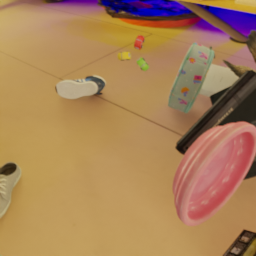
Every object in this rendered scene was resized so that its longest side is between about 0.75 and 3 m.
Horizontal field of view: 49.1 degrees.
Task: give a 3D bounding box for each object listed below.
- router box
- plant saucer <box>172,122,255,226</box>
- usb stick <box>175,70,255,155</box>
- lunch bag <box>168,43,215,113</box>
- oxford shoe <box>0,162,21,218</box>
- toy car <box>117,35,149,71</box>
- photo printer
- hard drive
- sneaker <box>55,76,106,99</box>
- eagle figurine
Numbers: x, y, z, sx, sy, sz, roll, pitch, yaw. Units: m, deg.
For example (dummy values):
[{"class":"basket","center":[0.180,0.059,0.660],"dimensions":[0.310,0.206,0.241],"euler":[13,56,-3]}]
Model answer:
[{"class":"router box","center":[2.310,2.433,5.256],"dimensions":[1.042,0.272,0.819],"euler":[-32,16,-30]},{"class":"plant saucer","center":[1.796,0.921,5.973],"dimensions":[2.460,2.460,0.623],"euler":[-26,44,-29]},{"class":"usb stick","center":[2.368,-0.369,7.486],"dimensions":[0.462,2.835,0.786],"euler":[47,12,21]},{"class":"lunch bag","center":[2.176,-1.737,9.640],"dimensions":[0.897,2.327,1.867],"euler":[24,16,8]},{"class":"oxford shoe","center":[-3.308,1.590,7.233],"dimensions":[0.690,0.530,1.836],"euler":[5,41,2]},{"class":"toy car","center":[0.269,-2.108,8.316],"dimensions":[0.953,1.013,0.226],"euler":[52,17,0]},{"class":"photo printer","center":[3.531,-1.732,10.844],"dimensions":[1.592,0.553,1.325],"euler":[24,75,26]},{"class":"hard drive","center":[3.441,-0.093,7.603],"dimensions":[1.838,0.433,2.634],"euler":[-26,62,32]},{"class":"sneaker","center":[-1.807,-1.671,11.242],"dimensions":[1.833,0.738,1.342],"euler":[0,20,19]},{"class":"eagle figurine","center":[4.559,-1.723,9.441],"dimensions":[1.961,2.599,1.972],"euler":[-20,32,27]}]
